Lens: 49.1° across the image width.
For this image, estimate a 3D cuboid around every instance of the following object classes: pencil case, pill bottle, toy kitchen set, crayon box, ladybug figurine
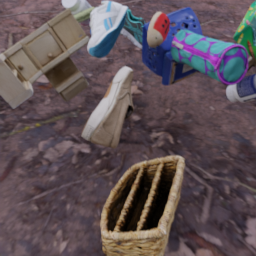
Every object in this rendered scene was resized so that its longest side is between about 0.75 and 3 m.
[{"bbox_3d":[2.233,-2.101,8.127,1.180,1.087,2.554,6,23,-28],"label":"pencil case"},{"bbox_3d":[3.959,-1.281,9.067,0.810,0.810,1.458,-31,8,-32],"label":"pill bottle"},{"bbox_3d":[-2.130,-1.685,8.285,2.969,2.422,2.678,-38,26,-6],"label":"toy kitchen set"},{"bbox_3d":[3.983,-2.859,8.095,1.301,0.638,2.190,40,56,-8],"label":"crayon box"},{"bbox_3d":[-1.929,-4.687,11.026,0.812,0.812,1.433,18,0,21],"label":"pill bottle"},{"bbox_3d":[0.971,-3.037,8.650,0.451,0.851,1.253,12,67,23],"label":"ladybug figurine"}]

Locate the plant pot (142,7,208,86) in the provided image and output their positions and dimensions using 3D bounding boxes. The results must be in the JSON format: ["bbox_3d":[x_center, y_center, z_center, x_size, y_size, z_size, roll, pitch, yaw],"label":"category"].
[{"bbox_3d":[1.773,-2.879,10.437,2.003,2.003,1.801,-24,64,-10],"label":"plant pot"}]

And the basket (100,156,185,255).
[{"bbox_3d":[0.296,1.887,7.029,1.770,1.848,2.481,13,42,16],"label":"basket"}]

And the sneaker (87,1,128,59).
[{"bbox_3d":[-0.814,-3.103,8.808,0.976,0.925,2.417,21,54,1],"label":"sneaker"}]

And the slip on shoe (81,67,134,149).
[{"bbox_3d":[-0.228,-0.525,6.484,0.763,0.958,2.520,27,40,-2],"label":"slip on shoe"}]

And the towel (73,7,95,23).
[{"bbox_3d":[-1.784,-3.995,10.200,1.577,0.288,1.170,-26,27,-5],"label":"towel"}]

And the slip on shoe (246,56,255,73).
[{"bbox_3d":[3.889,-2.051,8.742,0.348,1.149,0.437,57,20,20],"label":"slip on shoe"}]

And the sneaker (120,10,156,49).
[{"bbox_3d":[0.525,-4.442,12.818,2.406,1.098,0.934,32,43,-10],"label":"sneaker"}]
